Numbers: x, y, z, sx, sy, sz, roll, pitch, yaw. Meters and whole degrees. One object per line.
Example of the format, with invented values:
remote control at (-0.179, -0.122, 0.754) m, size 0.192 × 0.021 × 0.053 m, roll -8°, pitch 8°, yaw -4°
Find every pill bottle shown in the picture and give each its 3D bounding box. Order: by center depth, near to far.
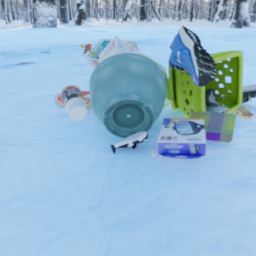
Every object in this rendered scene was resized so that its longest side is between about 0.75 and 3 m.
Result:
pill bottle at (-2.292, -1.080, 11.929) m, size 0.920 × 0.920 × 1.581 m, roll -9°, pitch 42°, yaw -19°

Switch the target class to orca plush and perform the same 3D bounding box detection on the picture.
orca plush at (0.099, 0.572, 9.277) m, size 1.297 × 0.461 × 0.682 m, roll -28°, pitch 25°, yaw -14°

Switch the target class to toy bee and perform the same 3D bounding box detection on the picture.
toy bee at (-1.591, -2.920, 10.466) m, size 0.540 × 0.448 × 0.825 m, roll 40°, pitch 20°, yaw 5°

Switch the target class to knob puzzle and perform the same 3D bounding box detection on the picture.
knob puzzle at (-2.547, -1.573, 13.901) m, size 2.721 × 0.377 × 2.721 m, roll 0°, pitch 26°, yaw 0°

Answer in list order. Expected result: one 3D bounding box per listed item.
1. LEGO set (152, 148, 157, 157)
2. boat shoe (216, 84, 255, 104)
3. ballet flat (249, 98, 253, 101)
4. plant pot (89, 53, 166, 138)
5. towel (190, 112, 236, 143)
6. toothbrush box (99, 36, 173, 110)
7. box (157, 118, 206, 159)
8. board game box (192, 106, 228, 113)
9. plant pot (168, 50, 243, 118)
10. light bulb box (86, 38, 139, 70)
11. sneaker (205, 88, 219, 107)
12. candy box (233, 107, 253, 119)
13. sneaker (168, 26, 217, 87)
LEGO set at (1.260, 0.807, 9.055) m, size 0.995 × 0.370 × 0.458 m, roll 8°, pitch 54°, yaw 0°
boat shoe at (5.415, -1.525, 13.017) m, size 2.741 × 0.776 × 0.941 m, roll -6°, pitch 0°, yaw 40°
ballet flat at (5.539, -1.693, 14.070) m, size 1.401 × 0.503 × 0.503 m, roll 10°, pitch 27°, yaw 21°
plant pot at (0.001, -0.871, 9.911) m, size 2.909 × 2.909 × 1.949 m, roll -1°, pitch 41°, yaw -2°
towel at (2.904, -0.050, 9.955) m, size 1.682 × 0.192 × 1.208 m, roll 3°, pitch 60°, yaw 31°
toothbrush box at (0.303, -2.057, 11.487) m, size 2.878 × 1.239 × 2.095 m, roll 23°, pitch 45°, yaw -32°
box at (1.709, 0.274, 8.846) m, size 1.413 × 0.492 × 2.374 m, roll 0°, pitch 20°, yaw 13°
board game box at (3.406, -0.712, 11.728) m, size 1.095 × 0.142 × 1.095 m, roll -21°, pitch 24°, yaw -29°
plant pot at (3.185, -1.897, 12.040) m, size 2.567 × 2.554 × 2.329 m, roll -22°, pitch 27°, yaw -28°
light bulb box at (-0.480, -3.175, 14.451) m, size 2.370 × 2.349 × 1.479 m, roll 20°, pitch 66°, yaw 37°
sneaker at (3.217, -1.126, 11.585) m, size 0.854 × 0.812 × 2.154 m, roll -21°, pitch 1°, yaw 14°
candy box at (4.970, -0.653, 12.111) m, size 0.493 × 0.236 × 0.853 m, roll -2°, pitch 26°, yaw -3°
sneaker at (2.197, -2.389, 10.073) m, size 1.103 × 1.252 × 2.809 m, roll 17°, pitch 43°, yaw -29°
